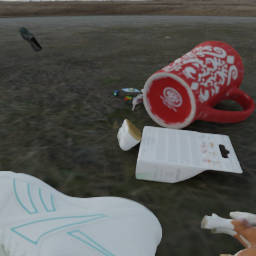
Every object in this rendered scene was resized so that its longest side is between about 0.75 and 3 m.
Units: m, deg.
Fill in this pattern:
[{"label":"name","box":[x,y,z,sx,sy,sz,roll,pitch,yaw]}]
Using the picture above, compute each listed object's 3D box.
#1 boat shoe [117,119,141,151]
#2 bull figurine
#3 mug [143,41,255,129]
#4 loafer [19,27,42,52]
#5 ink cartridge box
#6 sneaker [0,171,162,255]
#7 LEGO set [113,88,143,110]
[{"label":"boat shoe","box":[-0.026,0.165,6.260,0.505,0.495,1.428,42,8,-4]},{"label":"bull figurine","box":[1.129,1.696,2.861,1.324,0.710,2.182,20,35,38]},{"label":"mug","box":[2.009,-1.124,7.505,2.446,1.838,2.755,17,34,35]},{"label":"loafer","box":[-3.065,-2.832,8.907,0.284,0.902,0.324,11,61,40]},{"label":"ink cartridge box","box":[1.153,0.542,5.648,1.852,0.464,1.491,8,27,5]},{"label":"sneaker","box":[-1.104,1.307,3.362,2.909,1.023,1.166,7,30,12]},{"label":"LEGO set","box":[0.419,-0.948,8.926,1.694,0.416,1.265,-2,21,-26]}]
